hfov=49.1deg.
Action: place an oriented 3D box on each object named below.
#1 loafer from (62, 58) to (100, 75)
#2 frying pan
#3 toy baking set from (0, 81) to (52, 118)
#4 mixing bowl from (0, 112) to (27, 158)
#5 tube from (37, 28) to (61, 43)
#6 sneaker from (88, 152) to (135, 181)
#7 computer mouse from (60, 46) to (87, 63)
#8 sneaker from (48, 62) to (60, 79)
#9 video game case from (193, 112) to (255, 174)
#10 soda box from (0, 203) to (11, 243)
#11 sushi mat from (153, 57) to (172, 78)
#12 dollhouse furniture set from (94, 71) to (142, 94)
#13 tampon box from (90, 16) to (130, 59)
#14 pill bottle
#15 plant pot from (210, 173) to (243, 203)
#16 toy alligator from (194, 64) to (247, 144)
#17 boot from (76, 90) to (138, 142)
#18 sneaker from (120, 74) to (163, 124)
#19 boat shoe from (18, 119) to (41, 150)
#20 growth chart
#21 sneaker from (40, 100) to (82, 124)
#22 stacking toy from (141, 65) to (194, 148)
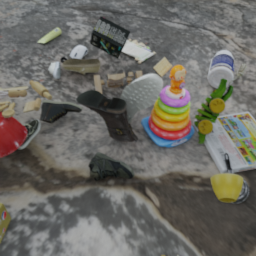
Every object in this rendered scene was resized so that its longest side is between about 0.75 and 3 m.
[{"bbox_3d":[-2.147,-2.775,12.855,1.810,0.618,0.685,3,44,8],"label":"loafer"},{"bbox_3d":[3.232,1.516,8.463,0.942,0.253,1.557,18,64,16],"label":"frying pan"},{"bbox_3d":[-3.714,-1.076,9.178,1.964,0.298,2.559,-23,39,-25],"label":"toy baking set"},{"bbox_3d":[-4.106,0.090,8.658,1.652,0.894,1.652,-6,42,6],"label":"mixing bowl"},{"bbox_3d":[-4.305,-5.021,15.423,0.384,0.430,1.481,45,54,-8],"label":"tube"},{"bbox_3d":[-0.594,1.365,8.625,1.540,0.589,0.882,21,49,24],"label":"sneaker"},{"bbox_3d":[-2.530,-3.615,13.729,0.948,0.379,1.729,20,50,3],"label":"computer mouse"},{"bbox_3d":[-3.386,-2.591,12.832,0.478,0.493,1.349,-10,35,-3],"label":"sneaker"},{"bbox_3d":[3.780,0.437,9.789,2.227,0.280,2.447,-9,44,-8],"label":"video game case"},{"bbox_3d":[-4.454,2.409,7.343,2.428,0.822,0.777,4,44,5],"label":"soda box"},{"bbox_3d":[1.059,-1.843,8.494,0.383,0.048,0.800,46,50,-4],"label":"sushi mat"},{"bbox_3d":[-0.392,-1.749,11.766,1.977,1.025,0.875,-8,84,-8],"label":"dollhouse furniture set"},{"bbox_3d":[-0.781,-3.795,11.816,1.392,1.043,0.879,26,76,-7],"label":"tampon box"},{"bbox_3d":[4.169,-2.662,12.431,1.059,1.059,1.908,13,45,13],"label":"pill bottle"},{"bbox_3d":[2.426,1.510,6.868,0.767,0.767,0.545,5,60,6],"label":"plant pot"},{"bbox_3d":[2.873,-0.867,9.345,0.716,2.980,0.988,28,11,7],"label":"toy alligator"},{"bbox_3d":[-0.702,-0.272,9.341,2.038,1.774,0.705,19,55,26],"label":"boot"},{"bbox_3d":[0.339,-1.111,9.411,1.003,2.626,1.057,42,52,-8],"label":"sneaker"},{"bbox_3d":[-3.571,0.117,9.986,0.504,0.454,1.425,9,45,9],"label":"boat shoe"},{"bbox_3d":[0.376,-4.028,14.480,1.524,0.187,2.105,-33,53,-30],"label":"growth chart"},{"bbox_3d":[-2.495,-0.523,10.458,1.533,0.573,0.814,6,77,5],"label":"sneaker"},{"bbox_3d":[1.493,-0.832,9.229,1.628,2.805,1.539,-19,50,-21],"label":"stacking toy"}]
